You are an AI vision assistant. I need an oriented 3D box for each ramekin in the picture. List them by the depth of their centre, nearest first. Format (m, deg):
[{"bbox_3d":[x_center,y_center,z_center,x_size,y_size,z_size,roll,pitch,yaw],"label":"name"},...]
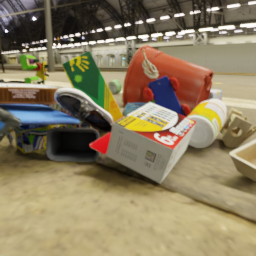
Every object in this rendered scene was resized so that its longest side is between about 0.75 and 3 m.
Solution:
[{"bbox_3d":[-0.980,-2.925,20.047,1.015,1.015,0.496,12,27,40],"label":"ramekin"}]

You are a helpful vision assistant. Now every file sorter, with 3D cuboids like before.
[{"bbox_3d":[0.377,-0.195,9.041,0.954,1.079,1.556,0,14,1],"label":"file sorter"}]

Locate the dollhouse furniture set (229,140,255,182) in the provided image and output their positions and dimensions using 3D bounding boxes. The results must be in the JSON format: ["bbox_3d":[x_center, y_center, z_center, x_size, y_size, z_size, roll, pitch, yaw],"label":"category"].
[{"bbox_3d":[3.853,0.057,5.868,2.885,2.048,2.286,-18,33,-32],"label":"dollhouse furniture set"}]

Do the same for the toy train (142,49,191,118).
[{"bbox_3d":[0.997,-1.210,9.590,1.146,2.707,1.566,-23,-4,-7],"label":"toy train"}]

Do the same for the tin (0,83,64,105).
[{"bbox_3d":[-2.918,-0.952,7.718,2.528,0.529,1.415,-2,9,-24],"label":"tin"}]

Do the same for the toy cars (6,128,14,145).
[{"bbox_3d":[-3.555,0.107,8.447,0.174,0.784,0.351,-11,-11,-7],"label":"toy cars"}]

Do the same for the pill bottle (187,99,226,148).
[{"bbox_3d":[2.390,-0.225,8.551,1.005,1.005,1.811,9,30,31],"label":"pill bottle"}]

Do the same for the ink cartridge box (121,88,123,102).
[{"bbox_3d":[0.878,-1.758,15.302,2.031,0.853,1.471,12,16,22],"label":"ink cartridge box"}]

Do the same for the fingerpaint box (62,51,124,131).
[{"bbox_3d":[-1.162,-1.095,9.153,0.951,2.163,2.593,-28,6,-7],"label":"fingerpaint box"}]

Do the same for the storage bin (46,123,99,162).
[{"bbox_3d":[-1.373,0.335,7.478,1.358,0.988,0.912,1,4,4],"label":"storage bin"}]

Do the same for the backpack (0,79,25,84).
[{"bbox_3d":[-5.308,-1.302,12.262,2.608,1.651,2.176,8,9,31],"label":"backpack"}]

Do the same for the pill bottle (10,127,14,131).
[{"bbox_3d":[-4.432,-0.213,9.834,0.738,0.738,1.268,9,16,32],"label":"pill bottle"}]

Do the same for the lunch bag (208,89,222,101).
[{"bbox_3d":[3.167,-1.253,12.990,1.957,1.244,1.660,1,11,34],"label":"lunch bag"}]

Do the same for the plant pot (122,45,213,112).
[{"bbox_3d":[1.720,-1.611,11.361,2.852,2.933,2.933,19,21,23],"label":"plant pot"}]

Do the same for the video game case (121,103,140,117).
[{"bbox_3d":[-0.004,-0.434,10.421,0.114,0.980,0.891,35,-6,-35],"label":"video game case"}]

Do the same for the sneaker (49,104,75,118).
[{"bbox_3d":[-2.469,-0.821,11.613,2.757,1.109,1.219,15,1,42],"label":"sneaker"}]

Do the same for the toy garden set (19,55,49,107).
[{"bbox_3d":[-3.083,-1.270,10.066,0.521,2.611,2.177,-8,13,-4],"label":"toy garden set"}]

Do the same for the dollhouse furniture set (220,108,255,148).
[{"bbox_3d":[3.689,0.193,8.720,1.428,0.898,1.614,28,19,8],"label":"dollhouse furniture set"}]

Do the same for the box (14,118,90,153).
[{"bbox_3d":[-2.228,0.175,8.416,2.090,0.672,0.732,-10,18,-35],"label":"box"}]

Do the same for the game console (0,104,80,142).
[{"bbox_3d":[-3.006,0.199,7.330,1.669,2.407,2.820,37,-10,-35],"label":"game console"}]

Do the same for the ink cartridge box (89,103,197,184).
[{"bbox_3d":[0.427,0.144,6.851,1.895,0.905,2.158,24,25,17],"label":"ink cartridge box"}]

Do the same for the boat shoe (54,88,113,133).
[{"bbox_3d":[-1.093,-0.383,7.214,1.768,0.618,0.586,36,18,-30],"label":"boat shoe"}]
